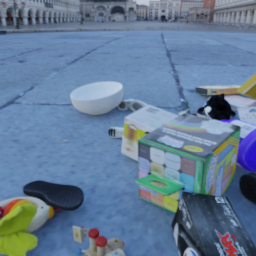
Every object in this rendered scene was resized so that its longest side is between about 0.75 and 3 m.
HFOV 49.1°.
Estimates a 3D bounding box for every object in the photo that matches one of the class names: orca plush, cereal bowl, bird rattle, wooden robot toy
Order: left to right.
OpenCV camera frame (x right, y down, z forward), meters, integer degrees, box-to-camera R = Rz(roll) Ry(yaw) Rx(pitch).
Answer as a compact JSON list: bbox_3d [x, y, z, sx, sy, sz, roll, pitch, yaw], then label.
[{"bbox_3d":[-2.484,1.926,5.791,1.941,1.093,1.583,0,9,32],"label":"bird rattle"},{"bbox_3d":[-1.273,-1.205,12.063,2.275,0.947,2.275,-8,26,4],"label":"cereal bowl"},{"bbox_3d":[-0.310,2.216,5.090,0.759,0.737,1.673,-7,23,-41],"label":"wooden robot toy"},{"bbox_3d":[3.570,-0.892,11.411,1.563,1.056,2.970,12,27,25],"label":"orca plush"}]

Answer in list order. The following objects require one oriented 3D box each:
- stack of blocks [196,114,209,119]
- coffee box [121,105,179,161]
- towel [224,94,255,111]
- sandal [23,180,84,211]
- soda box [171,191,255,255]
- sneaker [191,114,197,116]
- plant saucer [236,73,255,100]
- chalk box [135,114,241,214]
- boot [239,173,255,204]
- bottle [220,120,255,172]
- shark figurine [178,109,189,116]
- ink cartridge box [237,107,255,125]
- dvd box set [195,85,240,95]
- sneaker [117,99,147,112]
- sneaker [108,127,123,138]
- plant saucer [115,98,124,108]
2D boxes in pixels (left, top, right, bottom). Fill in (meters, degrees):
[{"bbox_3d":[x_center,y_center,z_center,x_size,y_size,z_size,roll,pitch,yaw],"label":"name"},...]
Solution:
[{"bbox_3d":[2.556,-0.228,10.867,1.023,0.299,0.589,-15,29,-31],"label":"stack of blocks"},{"bbox_3d":[0.727,0.252,8.448,1.307,1.295,1.309,24,33,27],"label":"coffee box"},{"bbox_3d":[4.957,-1.231,13.152,1.532,0.258,1.604,-21,32,-38],"label":"towel"},{"bbox_3d":[-1.756,1.661,6.656,2.075,0.468,0.779,2,14,42],"label":"sandal"},{"bbox_3d":[1.499,2.267,4.439,1.012,0.906,2.861,9,23,-7],"label":"soda box"},{"bbox_3d":[2.213,0.203,9.506,0.508,0.883,1.693,9,62,43],"label":"sneaker"},{"bbox_3d":[6.018,-1.836,13.072,1.337,1.336,0.324,16,49,-22],"label":"plant saucer"},{"bbox_3d":[1.297,0.944,6.607,1.672,1.663,2.687,18,31,37],"label":"chalk box"},{"bbox_3d":[3.997,1.484,6.339,1.791,0.902,2.396,-10,26,-21],"label":"boot"},{"bbox_3d":[3.169,0.355,8.361,0.933,1.194,2.859,41,3,-13],"label":"bottle"},{"bbox_3d":[2.196,-0.389,11.145,0.705,0.492,1.180,-26,3,29],"label":"shark figurine"},{"bbox_3d":[4.198,-0.201,9.326,1.124,0.990,0.251,-4,-19,-11],"label":"ink cartridge box"},{"bbox_3d":[4.754,-1.928,14.214,2.251,0.331,1.647,-4,12,-8],"label":"dvd box set"},{"bbox_3d":[0.284,-1.048,12.402,1.472,0.574,0.731,14,24,26],"label":"sneaker"},{"bbox_3d":[-0.095,0.208,9.793,1.223,0.460,0.496,18,19,30],"label":"sneaker"},{"bbox_3d":[-0.676,-1.247,13.220,1.284,0.235,1.284,1,25,0],"label":"plant saucer"}]
